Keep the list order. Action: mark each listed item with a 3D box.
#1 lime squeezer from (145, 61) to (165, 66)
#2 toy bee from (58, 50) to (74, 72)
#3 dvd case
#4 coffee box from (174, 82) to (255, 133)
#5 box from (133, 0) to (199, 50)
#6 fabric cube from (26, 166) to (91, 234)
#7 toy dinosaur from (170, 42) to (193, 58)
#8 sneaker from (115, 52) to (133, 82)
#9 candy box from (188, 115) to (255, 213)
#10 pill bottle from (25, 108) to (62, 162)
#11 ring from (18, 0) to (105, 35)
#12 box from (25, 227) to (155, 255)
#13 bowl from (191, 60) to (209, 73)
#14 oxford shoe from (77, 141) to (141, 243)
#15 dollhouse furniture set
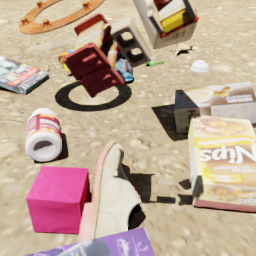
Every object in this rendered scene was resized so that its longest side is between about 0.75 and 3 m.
[{"bbox_3d":[1.050,-3.044,12.682,1.415,0.500,0.267,16,2,-35],"label":"lime squeezer"},{"bbox_3d":[-1.979,-2.762,11.762,1.545,1.283,2.360,-33,21,-23],"label":"toy bee"},{"bbox_3d":[-4.563,-2.114,10.921,2.355,0.259,1.719,21,36,5],"label":"dvd case"},{"bbox_3d":[2.448,-0.582,8.018,2.139,0.853,1.223,-4,35,15],"label":"coffee box"},{"bbox_3d":[0.663,-2.817,6.065,0.940,0.770,1.980,-16,73,-6],"label":"box"},{"bbox_3d":[-1.266,1.360,5.362,0.934,0.919,0.937,2,32,3],"label":"fabric cube"},{"bbox_3d":[2.628,-4.096,14.211,0.938,0.540,1.854,25,40,31],"label":"toy dinosaur"},{"bbox_3d":[-0.387,-2.787,11.610,0.935,1.126,2.357,-14,35,-21],"label":"sneaker"},{"bbox_3d":[2.259,0.696,6.547,1.526,0.731,2.644,5,32,6],"label":"candy box"},{"bbox_3d":[-2.212,0.115,7.341,0.865,0.865,1.532,-9,34,-13],"label":"pill bottle"},{"bbox_3d":[-1.930,-3.514,8.061,2.759,0.265,2.759,-12,42,11],"label":"ring"},{"bbox_3d":[-0.661,2.495,3.276,2.410,1.257,1.783,-9,34,-14],"label":"box"},{"bbox_3d":[3.151,-2.728,12.251,0.779,0.350,0.779,0,33,0],"label":"bowl"},{"bbox_3d":[-0.241,1.338,5.501,1.005,0.964,2.723,7,43,1],"label":"oxford shoe"},{"bbox_3d":[0.059,-1.187,3.654,1.716,0.698,0.923,-19,42,24],"label":"dollhouse furniture set"}]
